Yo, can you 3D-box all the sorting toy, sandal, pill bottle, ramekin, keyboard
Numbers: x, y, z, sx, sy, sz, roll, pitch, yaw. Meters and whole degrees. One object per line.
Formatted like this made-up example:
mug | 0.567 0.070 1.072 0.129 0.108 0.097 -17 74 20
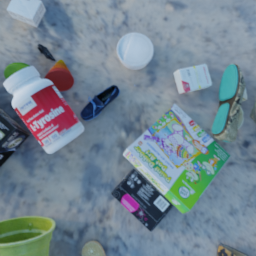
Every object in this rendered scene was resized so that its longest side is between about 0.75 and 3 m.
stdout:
sorting toy | -2.966 -1.818 8.401 2.678 0.929 0.922 5 55 -14
sandal | -0.615 4.216 7.314 0.884 0.793 2.411 -26 80 -5
pill bottle | -2.333 -0.503 7.732 1.256 1.256 2.238 -36 97 -6
ramekin | 0.208 -2.329 8.714 1.128 0.525 1.128 0 80 0
keyboard | -2.552 -2.342 8.628 0.100 0.468 0.780 -52 56 21

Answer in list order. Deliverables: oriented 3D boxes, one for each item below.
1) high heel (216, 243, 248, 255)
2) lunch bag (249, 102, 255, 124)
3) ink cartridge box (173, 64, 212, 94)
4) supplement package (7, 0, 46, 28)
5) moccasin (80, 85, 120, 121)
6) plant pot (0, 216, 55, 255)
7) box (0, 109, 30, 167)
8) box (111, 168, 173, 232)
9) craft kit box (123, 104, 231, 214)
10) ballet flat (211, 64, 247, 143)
high heel | 3.491 3.453 7.460 2.083 0.744 1.485 -28 87 4
lunch bag | 4.931 -0.325 7.481 2.456 1.444 2.015 -7 39 -3
ink cartridge box | 1.948 -1.469 8.469 0.959 0.400 0.696 -14 88 -16
supplement package | -3.258 -3.797 9.006 0.901 0.499 0.702 22 81 3
moccasin | -0.904 -0.824 8.418 0.577 0.489 1.434 43 83 16
plant pot | -2.768 3.413 7.086 1.912 1.912 1.758 -3 91 -1
box | -4.646 0.074 7.923 2.678 1.153 2.193 39 82 7
box | 0.363 1.951 7.734 1.459 0.837 0.964 43 80 6
craft kit box | 1.390 0.758 7.765 2.241 0.544 2.213 43 63 7
ballet flat | 3.087 -0.678 8.286 0.898 0.809 2.385 23 73 -23
